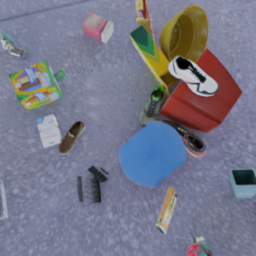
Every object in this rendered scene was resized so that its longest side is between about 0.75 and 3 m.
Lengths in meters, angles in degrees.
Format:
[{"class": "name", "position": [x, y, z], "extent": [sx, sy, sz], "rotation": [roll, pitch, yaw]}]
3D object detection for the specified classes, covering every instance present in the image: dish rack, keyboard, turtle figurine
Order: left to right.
[{"class": "dish rack", "position": [-1.436, 2.225, 10.145], "extent": [0.365, 1.340, 1.027], "rotation": [-15, 70, 15]}, {"class": "keyboard", "position": [-1.092, 1.732, 10.761], "extent": [0.870, 0.090, 0.553], "rotation": [37, 45, 26]}, {"class": "turtle figurine", "position": [2.590, 4.866, 9.349], "extent": [2.762, 1.391, 2.068], "rotation": [26, 74, 2]}]

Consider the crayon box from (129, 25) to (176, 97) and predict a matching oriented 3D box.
[{"class": "crayon box", "position": [1.141, -2.667, 11.405], "extent": [0.671, 1.678, 2.643], "rotation": [-33, 76, 7]}]

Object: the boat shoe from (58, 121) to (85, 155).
[{"class": "boat shoe", "position": [-2.292, 0.339, 11.086], "extent": [0.564, 0.565, 1.528], "rotation": [28, 75, 8]}]

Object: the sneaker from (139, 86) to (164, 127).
[{"class": "sneaker", "position": [0.949, -0.879, 11.322], "extent": [0.734, 0.802, 1.882], "rotation": [16, 72, 7]}]

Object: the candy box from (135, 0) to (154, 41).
[{"class": "candy box", "position": [0.744, -4.479, 11.949], "extent": [0.489, 1.730, 1.009], "rotation": [-6, 73, 12]}]

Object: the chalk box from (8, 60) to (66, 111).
[{"class": "chalk box", "position": [-3.492, -1.761, 11.372], "extent": [2.023, 1.263, 1.254], "rotation": [-23, 74, -6]}]

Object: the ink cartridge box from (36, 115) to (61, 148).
[{"class": "ink cartridge box", "position": [-3.143, 0.178, 11.211], "extent": [0.714, 0.421, 1.240], "rotation": [-18, 74, -5]}]

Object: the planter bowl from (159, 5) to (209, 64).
[{"class": "planter bowl", "position": [2.114, -3.680, 11.658], "extent": [1.135, 2.726, 2.726], "rotation": [27, 72, 40]}]

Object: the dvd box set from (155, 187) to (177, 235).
[{"class": "dvd box set", "position": [1.278, 2.725, 9.188], "extent": [0.196, 0.975, 1.332], "rotation": [13, 62, 25]}]

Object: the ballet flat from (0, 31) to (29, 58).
[{"class": "ballet flat", "position": [-5.163, -3.625, 12.316], "extent": [1.740, 0.626, 0.626], "rotation": [36, 76, 11]}]

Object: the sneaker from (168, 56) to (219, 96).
[{"class": "sneaker", "position": [2.167, -1.694, 9.234], "extent": [1.862, 0.745, 0.687], "rotation": [32, 81, 5]}]

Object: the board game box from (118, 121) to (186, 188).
[{"class": "board game box", "position": [0.946, 1.043, 10.847], "extent": [2.551, 0.497, 2.015], "rotation": [-41, 79, 3]}]

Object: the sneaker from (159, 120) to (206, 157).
[{"class": "sneaker", "position": [2.148, 0.267, 10.935], "extent": [2.181, 0.893, 0.840], "rotation": [31, 75, 9]}]

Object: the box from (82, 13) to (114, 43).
[{"class": "box", "position": [-1.333, -4.467, 12.525], "extent": [1.182, 0.644, 0.756], "rotation": [26, 75, 8]}]

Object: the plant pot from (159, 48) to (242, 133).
[{"class": "plant pot", "position": [2.852, -1.138, 10.732], "extent": [2.042, 2.315, 2.317], "rotation": [36, 76, 4]}]

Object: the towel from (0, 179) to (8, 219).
[{"class": "towel", "position": [-5.245, 2.738, 10.301], "extent": [1.268, 0.655, 1.532], "rotation": [-14, 74, -3]}]

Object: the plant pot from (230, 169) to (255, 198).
[{"class": "plant pot", "position": [4.231, 2.115, 10.309], "extent": [0.847, 0.865, 0.849], "rotation": [-3, 36, 8]}]
